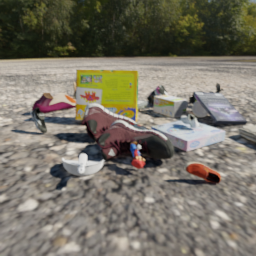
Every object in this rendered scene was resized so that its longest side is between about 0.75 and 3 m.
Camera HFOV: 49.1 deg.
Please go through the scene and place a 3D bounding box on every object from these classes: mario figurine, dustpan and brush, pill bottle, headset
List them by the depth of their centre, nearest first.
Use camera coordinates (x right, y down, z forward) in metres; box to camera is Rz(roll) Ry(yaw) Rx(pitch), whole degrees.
[{"bbox_3d":[-1.180,0.972,7.193,1.159,0.475,1.661,3,16,-7],"label":"dustpan and brush"},{"bbox_3d":[0.283,0.752,7.453,0.410,0.477,0.773,-31,46,17],"label":"mario figurine"},{"bbox_3d":[3.520,-1.048,13.274,0.798,0.798,1.437,6,18,19],"label":"pill bottle"},{"bbox_3d":[4.157,-1.680,14.665,1.565,1.191,2.535,-3,6,-8],"label":"headset"}]

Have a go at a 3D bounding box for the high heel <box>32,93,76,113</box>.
[{"bbox_3d":[-3.647,-1.110,14.015,2.513,1.208,0.847,9,40,-57],"label":"high heel"}]

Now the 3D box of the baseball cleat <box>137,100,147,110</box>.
[{"bbox_3d":[0.145,-1.287,13.259,0.814,1.242,2.334,-21,3,32],"label":"baseball cleat"}]

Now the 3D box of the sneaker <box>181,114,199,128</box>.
[{"bbox_3d":[2.158,-0.325,9.864,0.338,0.432,0.869,-26,29,-20],"label":"sneaker"}]

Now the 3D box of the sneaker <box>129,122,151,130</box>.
[{"bbox_3d":[0.374,0.221,9.077,0.440,0.585,1.251,21,1,-36],"label":"sneaker"}]

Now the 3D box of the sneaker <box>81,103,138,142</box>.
[{"bbox_3d":[-0.684,0.092,9.932,2.166,0.820,1.251,24,59,-6],"label":"sneaker"}]

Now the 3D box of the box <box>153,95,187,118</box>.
[{"bbox_3d":[1.983,-1.057,13.361,0.841,0.758,1.495,-10,20,-32],"label":"box"}]

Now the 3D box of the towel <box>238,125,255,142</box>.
[{"bbox_3d":[5.265,0.245,9.821,2.397,0.413,1.589,-5,19,-18],"label":"towel"}]

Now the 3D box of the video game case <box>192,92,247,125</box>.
[{"bbox_3d":[3.930,-0.888,12.130,1.538,0.204,2.152,1,40,-21],"label":"video game case"}]

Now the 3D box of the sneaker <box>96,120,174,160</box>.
[{"bbox_3d":[0.016,0.632,8.134,2.464,0.932,1.423,17,40,42],"label":"sneaker"}]

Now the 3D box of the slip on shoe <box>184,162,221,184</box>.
[{"bbox_3d":[1.835,1.098,6.819,0.948,0.351,0.290,22,15,-3],"label":"slip on shoe"}]

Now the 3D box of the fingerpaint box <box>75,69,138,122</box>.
[{"bbox_3d":[-0.854,-1.322,11.741,2.530,2.111,0.928,1,3,6],"label":"fingerpaint box"}]

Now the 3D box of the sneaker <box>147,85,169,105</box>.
[{"bbox_3d":[1.595,-1.736,15.334,1.038,0.966,2.405,-34,-11,18],"label":"sneaker"}]

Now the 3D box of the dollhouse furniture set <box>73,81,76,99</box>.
[{"bbox_3d":[-1.906,-2.440,16.677,2.795,1.440,2.765,0,17,-1],"label":"dollhouse furniture set"}]

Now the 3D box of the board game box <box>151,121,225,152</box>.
[{"bbox_3d":[2.081,0.204,9.893,1.840,0.399,1.831,-11,20,-32],"label":"board game box"}]

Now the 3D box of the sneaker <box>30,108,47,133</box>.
[{"bbox_3d":[-3.282,-0.313,10.442,0.484,1.070,0.356,-42,-18,33],"label":"sneaker"}]
